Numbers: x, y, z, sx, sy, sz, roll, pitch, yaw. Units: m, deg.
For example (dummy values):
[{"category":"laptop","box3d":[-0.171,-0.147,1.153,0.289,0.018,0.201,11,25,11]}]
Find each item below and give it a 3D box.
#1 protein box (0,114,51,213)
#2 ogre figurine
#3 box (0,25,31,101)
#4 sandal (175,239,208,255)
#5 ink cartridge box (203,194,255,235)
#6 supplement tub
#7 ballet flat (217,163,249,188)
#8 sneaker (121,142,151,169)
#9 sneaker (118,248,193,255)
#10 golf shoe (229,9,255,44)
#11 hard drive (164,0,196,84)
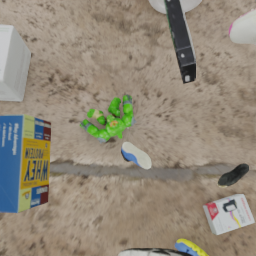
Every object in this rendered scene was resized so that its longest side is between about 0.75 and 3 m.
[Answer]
[{"category":"protein box","box3d":[-2.410,0.617,5.093,1.620,1.093,1.609,0,84,8]},{"category":"ogre figurine","box3d":[-0.499,-0.238,8.524,1.757,0.862,1.054,-21,57,-21]},{"category":"box","box3d":[-4.223,-1.949,8.556,1.830,1.576,1.839,3,75,1]},{"category":"sandal","box3d":[2.003,3.923,7.359,0.960,0.876,2.205,-42,77,-6]},{"category":"ink cartridge box","box3d":[2.833,2.426,7.934,1.136,0.471,0.828,-17,75,-4]},{"category":"supplement tub","box3d":[1.547,-5.405,9.355,1.861,1.861,2.566,0,74,0]},{"category":"ballet flat","box3d":[2.293,1.064,6.077,0.882,0.251,0.293,-26,52,-20]},{"category":"sneaker","box3d":[0.179,0.726,6.841,0.854,0.475,0.328,37,63,6]},{"category":"sneaker","box3d":[0.873,2.714,4.604,2.841,1.145,1.185,-3,68,43]},{"category":"golf shoe","box3d":[3.601,-2.093,6.297,2.822,1.063,1.291,6,80,43]},{"category":"hard drive","box3d":[1.354,-2.383,7.313,0.405,1.497,2.142,-14,78,10]}]
